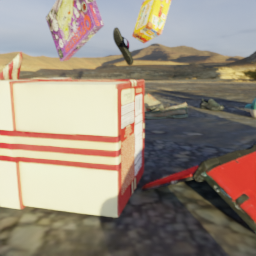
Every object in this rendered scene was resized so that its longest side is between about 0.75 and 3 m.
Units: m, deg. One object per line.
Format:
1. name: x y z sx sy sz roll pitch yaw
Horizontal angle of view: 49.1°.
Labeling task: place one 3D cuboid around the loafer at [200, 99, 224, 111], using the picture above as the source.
1. loafer: 3.903 -1.089 13.155 0.486 0.502 1.431 -6 13 -26

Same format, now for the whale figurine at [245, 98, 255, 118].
1. whale figurine: 5.432 -0.920 11.070 1.541 1.005 1.937 2 12 12

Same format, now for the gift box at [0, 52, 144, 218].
1. gift box: -0.847 -0.043 4.335 1.987 2.128 1.964 1 7 14

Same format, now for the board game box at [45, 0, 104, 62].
1. board game box: -1.674 -3.140 8.259 0.416 1.545 2.575 -26 5 -34

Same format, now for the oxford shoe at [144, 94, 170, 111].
1. oxford shoe: 1.008 -1.173 12.941 2.008 0.751 0.707 6 13 28

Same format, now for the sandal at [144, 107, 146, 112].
1. sandal: 0.502 -0.874 12.002 0.610 0.547 1.663 1 12 6

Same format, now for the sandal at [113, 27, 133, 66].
1. sandal: -0.166 -3.589 12.313 0.388 1.721 0.646 -31 9 -24

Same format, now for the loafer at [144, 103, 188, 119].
1. loafer: 1.417 -0.688 10.982 1.891 0.595 0.679 -2 12 -10

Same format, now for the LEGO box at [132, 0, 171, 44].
1. LEGO box: 0.817 -3.882 9.833 0.571 1.481 1.103 23 -13 -27

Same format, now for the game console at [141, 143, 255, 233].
1. game console: 1.656 0.935 4.131 2.153 1.278 1.856 -10 47 -39
